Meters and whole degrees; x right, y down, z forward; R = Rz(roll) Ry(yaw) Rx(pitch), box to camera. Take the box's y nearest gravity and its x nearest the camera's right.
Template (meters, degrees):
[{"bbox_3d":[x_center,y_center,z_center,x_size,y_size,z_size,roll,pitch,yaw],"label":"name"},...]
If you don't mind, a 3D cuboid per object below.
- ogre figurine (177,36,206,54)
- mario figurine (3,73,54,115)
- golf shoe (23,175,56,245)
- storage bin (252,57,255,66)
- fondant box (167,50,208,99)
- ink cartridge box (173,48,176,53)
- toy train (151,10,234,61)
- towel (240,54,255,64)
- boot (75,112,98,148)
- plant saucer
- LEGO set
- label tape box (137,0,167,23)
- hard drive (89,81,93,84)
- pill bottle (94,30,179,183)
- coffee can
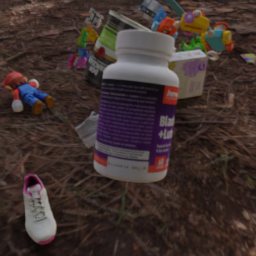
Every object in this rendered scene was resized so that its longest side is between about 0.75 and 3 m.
[{"bbox_3d":[3.771,-4.534,15.495,1.990,0.977,1.193,-14,19,-40],"label":"ogre figurine"},{"bbox_3d":[-4.184,-1.338,11.571,2.385,1.264,1.472,35,13,23],"label":"mario figurine"},{"bbox_3d":[-2.322,1.990,7.051,0.718,0.873,1.908,-16,42,-21],"label":"golf shoe"},{"bbox_3d":[5.170,-2.179,9.527,1.482,0.699,1.492,37,10,3],"label":"storage bin"},{"bbox_3d":[1.893,-2.096,11.549,2.510,1.811,0.731,-11,39,-14],"label":"fondant box"},{"bbox_3d":[1.576,-3.845,14.437,1.065,1.038,1.657,-12,40,-15],"label":"ink cartridge box"},{"bbox_3d":[2.086,-3.033,8.774,2.480,0.690,1.863,21,-7,-13],"label":"toy train"},{"bbox_3d":[6.565,-3.707,15.025,0.771,0.122,1.074,-3,39,-5],"label":"towel"},{"bbox_3d":[-0.636,-0.147,6.714,1.372,0.656,0.505,-37,1,7],"label":"boot"},{"bbox_3d":[1.730,-4.484,10.342,2.701,0.256,0.944,44,26,-11],"label":"plant saucer"},{"bbox_3d":[-1.271,-2.955,9.921,0.874,2.129,0.812,24,5,3],"label":"LEGO set"},{"bbox_3d":[1.025,-4.777,11.500,1.052,0.348,0.754,31,78,-1],"label":"label tape box"},{"bbox_3d":[-1.385,-2.429,13.266,1.131,0.239,0.763,-19,42,-23],"label":"hard drive"},{"bbox_3d":[0.187,-0.431,5.645,1.531,2.748,1.531,6,7,-1],"label":"pill bottle"},{"bbox_3d":[-0.272,-1.999,7.517,1.312,1.793,1.312,24,20,-10],"label":"coffee can"}]
